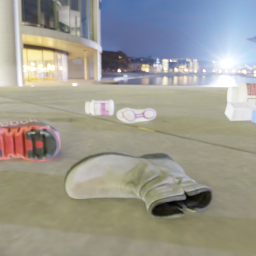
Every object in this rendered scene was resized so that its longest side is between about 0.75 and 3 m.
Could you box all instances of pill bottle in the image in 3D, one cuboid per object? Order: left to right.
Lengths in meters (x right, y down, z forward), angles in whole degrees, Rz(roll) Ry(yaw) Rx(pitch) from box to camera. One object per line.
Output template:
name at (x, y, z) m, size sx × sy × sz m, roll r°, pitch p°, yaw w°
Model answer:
pill bottle at (-1.408, -0.995, 13.720) m, size 1.319 × 0.741 × 0.741 m, roll 0°, pitch 11°, yaw 2°
pill bottle at (7.356, -1.932, 16.625) m, size 2.599 × 1.468 × 1.468 m, roll 2°, pitch 11°, yaw 7°

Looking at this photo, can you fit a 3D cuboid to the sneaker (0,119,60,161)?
sneaker at (-2.830, 0.261, 6.865) m, size 2.522 × 0.892 × 1.232 m, roll 2°, pitch 12°, yaw 1°

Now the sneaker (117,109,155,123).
sneaker at (0.322, -0.477, 11.904) m, size 1.609 × 0.602 × 0.801 m, roll 1°, pitch -6°, yaw -5°

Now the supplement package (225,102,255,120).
supplement package at (4.960, -0.751, 12.306) m, size 1.111 × 0.632 × 0.609 m, roll -1°, pitch 33°, yaw -8°

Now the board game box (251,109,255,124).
board game box at (6.408, -0.238, 10.199) m, size 2.673 × 0.580 × 2.660 m, roll 0°, pitch 11°, yaw -2°

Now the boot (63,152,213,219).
boot at (0.132, 0.895, 4.300) m, size 2.090 × 0.708 × 1.365 m, roll -5°, pitch 18°, yaw -19°
